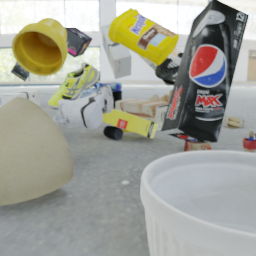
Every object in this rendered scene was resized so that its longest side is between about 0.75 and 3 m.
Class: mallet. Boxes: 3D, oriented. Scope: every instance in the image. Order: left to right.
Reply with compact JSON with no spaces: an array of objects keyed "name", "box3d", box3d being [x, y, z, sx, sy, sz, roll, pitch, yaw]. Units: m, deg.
[{"name":"mallet","box3d":[0.206,0.148,12.164,2.564,0.528,0.845,-3,11,-33]}]

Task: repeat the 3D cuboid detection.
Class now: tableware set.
[{"name":"tableware set","box3d":[5.372,-0.236,14.280,1.018,0.308,1.539,17,22,17]}]

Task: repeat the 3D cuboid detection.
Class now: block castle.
[{"name":"block castle","box3d":[4.338,0.763,7.568,1.544,1.084,2.310,-1,12,-8]}]

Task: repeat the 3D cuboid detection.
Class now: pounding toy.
[{"name":"pounding toy","box3d":[2.108,-1.019,15.471,1.601,1.595,2.790,-3,-7,-15]}]

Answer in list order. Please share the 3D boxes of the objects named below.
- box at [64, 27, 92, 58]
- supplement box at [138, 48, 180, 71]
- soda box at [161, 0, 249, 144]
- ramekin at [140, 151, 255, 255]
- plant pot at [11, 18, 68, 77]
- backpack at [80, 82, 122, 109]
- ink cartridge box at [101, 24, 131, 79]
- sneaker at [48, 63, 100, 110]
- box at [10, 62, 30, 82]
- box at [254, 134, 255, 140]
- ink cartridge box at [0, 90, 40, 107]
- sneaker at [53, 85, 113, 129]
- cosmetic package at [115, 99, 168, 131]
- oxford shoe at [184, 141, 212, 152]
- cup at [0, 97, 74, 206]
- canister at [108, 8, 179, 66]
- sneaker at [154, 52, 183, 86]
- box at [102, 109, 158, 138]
[{"name":"box","box3d":[-2.381,-3.822,12.453,1.037,0.900,1.697,33,20,-5]},{"name":"supplement box","box3d":[1.661,-3.074,12.428,1.421,0.829,2.254,48,32,18]},{"name":"soda box","box3d":[1.698,-1.191,6.269,0.948,2.993,1.059,18,-9,-11]},{"name":"ramekin","box3d":[1.524,1.364,3.847,2.746,1.441,2.746,0,12,0]},{"name":"plant pot","box3d":[-2.675,-2.744,9.021,1.623,1.623,1.527,1,45,5]},{"name":"backpack","box3d":[-1.966,-2.122,19.205,2.946,1.982,2.689,-3,13,-8]},{"name":"ink cartridge box","box3d":[-0.521,-3.412,12.510,0.826,1.972,1.431,-16,-23,-7]},{"name":"sneaker","box3d":[-2.282,-1.693,11.052,0.927,2.426,0.915,45,8,-48]},{"name":"box","box3d":[-4.001,-2.113,10.452,0.611,0.198,0.775,35,25,-26]},{"name":"box","box3d":[5.786,0.574,9.800,2.079,0.517,1.640,-3,13,-18]},{"name":"ink cartridge box","box3d":[-4.919,-0.707,12.712,1.065,1.828,2.528,1,12,4]},{"name":"sneaker","box3d":[-1.324,-0.701,8.678,1.366,0.893,2.377,-1,26,14]},{"name":"cosmetic package","box3d":[0.793,-0.734,14.278,2.802,1.222,1.448,11,19,43]},{"name":"oxford shoe","box3d":[2.300,0.584,9.143,0.868,0.817,2.320,8,14,15]},{"name":"cup","box3d":[-2.541,0.698,5.956,2.278,2.278,1.629,10,34,40]},{"name":"canister","box3d":[0.494,-2.784,8.537,1.794,0.777,1.333,33,55,12]},{"name":"sneaker","box3d":[1.644,-1.998,10.474,0.893,1.216,2.687,35,35,13]},{"name":"box","box3d":[-0.188,-0.297,11.547,2.702,0.677,1.017,19,2,12]}]
